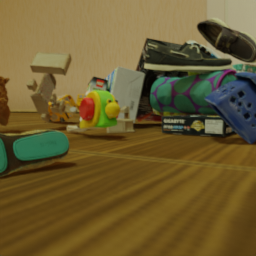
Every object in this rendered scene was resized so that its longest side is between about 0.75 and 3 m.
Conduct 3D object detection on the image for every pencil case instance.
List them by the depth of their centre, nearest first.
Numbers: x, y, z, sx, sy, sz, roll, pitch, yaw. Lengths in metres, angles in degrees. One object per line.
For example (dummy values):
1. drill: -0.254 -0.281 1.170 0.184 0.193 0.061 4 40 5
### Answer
1. pencil case: 1.640 -0.888 7.142 1.143 1.053 2.474 -32 21 -26

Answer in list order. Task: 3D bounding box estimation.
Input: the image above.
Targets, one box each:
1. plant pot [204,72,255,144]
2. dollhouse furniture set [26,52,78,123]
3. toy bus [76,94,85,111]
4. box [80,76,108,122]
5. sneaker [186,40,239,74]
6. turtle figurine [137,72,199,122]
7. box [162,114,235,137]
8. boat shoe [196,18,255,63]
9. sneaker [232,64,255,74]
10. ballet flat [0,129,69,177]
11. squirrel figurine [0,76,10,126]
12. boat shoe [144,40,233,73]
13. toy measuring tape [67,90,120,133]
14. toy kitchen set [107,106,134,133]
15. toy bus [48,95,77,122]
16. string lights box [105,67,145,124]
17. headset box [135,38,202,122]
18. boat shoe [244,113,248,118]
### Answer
1. plant pot: 2.037 -0.424 4.915 0.863 0.960 0.960 -44 7 12
2. dollhouse furniture set: -1.911 -0.898 7.488 0.871 1.020 1.968 5 -37 6
3. toy bus: -1.230 -0.957 11.964 1.883 0.737 0.613 4 -26 2
4. box: -1.181 -0.807 9.120 0.450 1.427 2.592 13 2 -12
5. sneaker: 2.346 -1.606 7.528 0.832 2.219 0.961 -42 17 30
6. turtle figurine: 1.775 -0.757 8.580 2.762 0.889 2.227 -7 -36 -25
7. box: 1.859 -0.097 6.753 1.443 0.417 1.815 3 6 35
8. boat shoe: 2.887 -2.571 8.282 0.734 0.814 2.264 -15 50 -25
9. sneaker: 3.966 -1.347 8.478 2.285 0.886 1.042 17 12 -2
10. ballet flat: -1.189 0.259 2.659 1.303 0.460 0.460 -5 7 -43
11. squirrel figurine: -3.089 -0.808 6.542 0.856 1.129 1.210 15 -28 -28
12. boat shoe: 1.413 -1.612 6.411 2.063 0.698 0.741 3 8 -4
13. toy measuring tape: -0.789 -0.336 5.880 0.792 0.792 2.153 -3 -3 -33
14. toy kitchen set: -0.307 -0.224 7.058 0.702 0.634 0.778 -3 4 -26
15. toy bus: -2.672 -0.739 10.620 0.893 0.742 2.281 -37 22 -31
16. string lights box: -0.395 -0.929 9.092 0.842 1.467 2.855 13 -2 -15
17. headset box: 1.206 -1.311 9.200 2.038 2.739 1.058 5 44 -17
18. boat shoe: 3.523 -0.459 7.987 0.862 0.957 2.707 2 6 -3
